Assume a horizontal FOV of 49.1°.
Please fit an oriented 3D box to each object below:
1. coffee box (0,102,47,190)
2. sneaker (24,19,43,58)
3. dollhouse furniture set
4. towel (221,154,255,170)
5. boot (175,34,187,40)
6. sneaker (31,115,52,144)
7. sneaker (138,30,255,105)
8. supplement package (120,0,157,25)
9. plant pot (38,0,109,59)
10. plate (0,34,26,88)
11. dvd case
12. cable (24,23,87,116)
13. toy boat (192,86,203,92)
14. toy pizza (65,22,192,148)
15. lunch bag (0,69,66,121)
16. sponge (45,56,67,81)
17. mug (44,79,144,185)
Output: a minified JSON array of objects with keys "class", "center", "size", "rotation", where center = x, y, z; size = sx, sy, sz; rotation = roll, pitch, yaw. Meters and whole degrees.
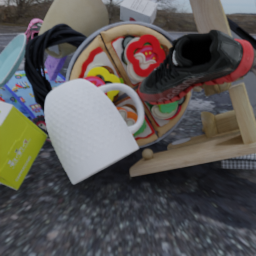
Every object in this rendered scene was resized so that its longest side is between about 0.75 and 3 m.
[{"class":"coffee box","center":[-2.370,0.250,4.896],"size":[1.149,1.162,1.160],"rotation":[15,68,22]},{"class":"sneaker","center":[-2.779,-2.458,8.018],"size":[0.506,1.281,0.611],"rotation":[11,43,-44]},{"class":"dollhouse furniture set","center":[1.208,-0.957,6.194],"size":[2.419,2.969,2.823],"rotation":[-16,3,25]},{"class":"towel","center":[2.593,0.565,6.327],"size":[1.007,0.520,1.216],"rotation":[-2,14,19]},{"class":"boot","center":[0.769,-2.492,8.573],"size":[2.230,0.804,1.724],"rotation":[-38,62,-20]},{"class":"sneaker","center":[-1.601,0.208,6.914],"size":[1.645,0.663,0.614],"rotation":[30,-12,17]},{"class":"sneaker","center":[0.892,-1.021,4.855],"size":[1.099,0.795,2.250],"rotation":[17,-24,-42]},{"class":"supplement package","center":[0.242,-2.744,6.628],"size":[0.759,0.460,0.455],"rotation":[24,69,8]},{"class":"plant pot","center":[-1.599,-2.697,7.510],"size":[1.570,1.570,1.677],"rotation":[13,56,28]},{"class":"plate","center":[-2.728,-1.411,6.321],"size":[0.203,1.592,1.592],"rotation":[34,-1,-38]},{"class":"dvd case","center":[3.323,-1.763,8.308],"size":[0.263,2.136,2.994],"rotation":[-37,72,-18]},{"class":"cable","center":[-1.421,-1.236,7.000],"size":[2.143,2.627,0.667],"rotation":[4,37,3]},{"class":"toy boat","center":[2.034,-1.303,8.285],"size":[0.636,0.351,0.756],"rotation":[13,-5,-25]},{"class":"toy pizza","center":[0.086,-0.827,6.361],"size":[2.981,2.981,0.472],"rotation":[-4,20,-8]},{"class":"lunch bag","center":[-2.549,-0.790,8.897],"size":[2.885,1.357,2.172],"rotation":[30,33,34]},{"class":"sponge","center":[-2.227,-2.201,8.764],"size":[0.207,1.387,0.773],"rotation":[1,55,-37]},{"class":"mug","center":[-0.606,-0.115,5.523],"size":[1.957,1.716,1.445],"rotation":[-28,-6,-11]}]
